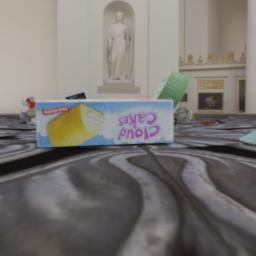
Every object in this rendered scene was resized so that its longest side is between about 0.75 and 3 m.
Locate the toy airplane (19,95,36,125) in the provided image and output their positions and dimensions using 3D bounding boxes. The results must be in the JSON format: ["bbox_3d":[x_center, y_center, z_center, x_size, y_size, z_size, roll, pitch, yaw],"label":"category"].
[{"bbox_3d":[-4.287,-0.712,13.036,1.659,1.176,1.666,11,-31,-9],"label":"toy airplane"}]

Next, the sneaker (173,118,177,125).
[{"bbox_3d":[1.785,-0.382,12.829,0.439,0.416,1.069,16,-3,42],"label":"sneaker"}]

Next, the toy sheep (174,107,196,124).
[{"bbox_3d":[2.770,-0.623,13.905,1.345,0.928,0.928,21,-12,-42],"label":"toy sheep"}]

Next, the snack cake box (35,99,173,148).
[{"bbox_3d":[-0.564,-0.189,6.552,2.876,0.966,1.654,-2,5,-10],"label":"snack cake box"}]

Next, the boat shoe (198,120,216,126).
[{"bbox_3d":[3.590,-0.237,12.684,0.797,0.269,0.287,2,4,24],"label":"boat shoe"}]

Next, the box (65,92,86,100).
[{"bbox_3d":[-2.052,-0.770,11.619,0.725,1.269,1.393,-19,10,-14],"label":"box"}]

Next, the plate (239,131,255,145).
[{"bbox_3d":[4.037,0.179,6.186,2.928,0.374,2.928,1,4,0],"label":"plate"}]

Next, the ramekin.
[{"bbox_3d":[2.119,-1.876,14.162,1.027,2.103,2.103,27,3,-4],"label":"ramekin"}]
